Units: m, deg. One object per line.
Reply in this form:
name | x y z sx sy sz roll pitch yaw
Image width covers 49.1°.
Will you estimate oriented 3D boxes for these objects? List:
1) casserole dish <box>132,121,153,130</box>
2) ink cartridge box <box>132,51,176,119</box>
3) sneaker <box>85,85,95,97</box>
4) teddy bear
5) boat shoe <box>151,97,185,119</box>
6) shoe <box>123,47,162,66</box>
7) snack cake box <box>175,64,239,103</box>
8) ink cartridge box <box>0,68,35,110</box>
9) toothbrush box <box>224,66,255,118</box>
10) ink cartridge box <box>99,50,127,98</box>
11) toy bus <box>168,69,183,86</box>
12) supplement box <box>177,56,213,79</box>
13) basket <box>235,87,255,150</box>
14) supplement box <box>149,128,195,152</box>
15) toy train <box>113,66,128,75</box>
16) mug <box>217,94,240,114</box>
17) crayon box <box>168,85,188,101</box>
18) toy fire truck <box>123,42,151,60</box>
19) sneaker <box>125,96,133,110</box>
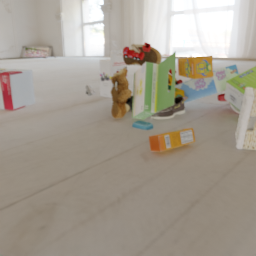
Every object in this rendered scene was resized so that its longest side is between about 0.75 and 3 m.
casserole dish | 0.549 -0.109 10.612 0.871 0.169 0.528 14 24 35
ink cartridge box | 0.872 -1.511 10.441 0.647 1.962 2.697 6 -10 -16
sneaker | -1.591 -1.483 11.113 0.320 0.291 0.779 -37 32 -3
teddy bear | -0.265 -1.413 11.485 0.693 2.076 1.505 5 -26 -32
boat shoe | 1.716 -0.846 11.822 0.836 0.693 2.328 12 19 37
shoe | 0.719 -3.176 12.374 0.754 0.988 2.826 -17 21 -25
snack cake box | 3.473 -1.914 12.970 1.655 0.967 2.878 -18 2 -31
ink cartridge box | -6.144 -1.955 13.686 2.418 1.749 1.757 5 19 15
toothbrush box | 5.266 -1.528 10.975 2.316 0.997 1.686 -28 48 -11
ink cartridge box | -0.830 -3.139 15.954 0.874 2.578 1.484 14 22 35
toy bus | 2.141 -2.323 15.736 2.225 2.099 1.150 17 68 44
supplement box | 2.706 -2.504 11.496 0.841 0.813 2.444 -8 13 -4
basket | 4.201 -0.265 8.720 1.380 1.700 1.716 10 20 17
supplement box | 1.344 0.351 8.450 1.472 0.506 0.490 -9 1 -35
toy train | -0.204 -2.423 13.398 0.550 0.752 1.300 -19 2 -20
mug | 5.205 -1.538 13.021 1.723 1.295 1.941 31 22 11
crayon box | 1.974 -1.503 12.907 1.331 0.837 0.343 18 55 -18
toy fire truck | 0.226 -2.199 7.944 0.834 0.203 0.588 16 -23 13
sneaker | 0.311 -1.336 13.514 0.913 0.764 2.012 -6 16 4
